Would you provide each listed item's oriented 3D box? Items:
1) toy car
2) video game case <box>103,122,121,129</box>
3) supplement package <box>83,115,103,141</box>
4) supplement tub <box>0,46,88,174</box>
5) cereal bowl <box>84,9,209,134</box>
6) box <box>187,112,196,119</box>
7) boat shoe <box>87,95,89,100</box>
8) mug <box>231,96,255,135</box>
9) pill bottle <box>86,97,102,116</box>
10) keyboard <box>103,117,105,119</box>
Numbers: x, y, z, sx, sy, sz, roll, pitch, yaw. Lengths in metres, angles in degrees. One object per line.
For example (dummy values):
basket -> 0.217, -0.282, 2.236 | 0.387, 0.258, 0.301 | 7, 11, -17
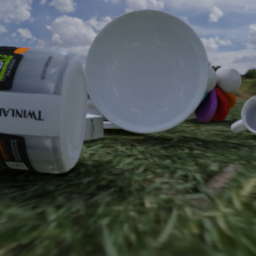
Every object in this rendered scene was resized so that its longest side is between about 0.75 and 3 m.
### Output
toy car -> 3.047, -1.160, 10.911 | 2.581, 1.936, 2.259 | 0, -20, -23
video game case -> -0.217, -0.080, 8.203 | 1.637, 0.194, 1.490 | 0, 1, 20
supplement package -> -1.127, -0.006, 6.818 | 0.565, 0.563, 0.963 | 6, 10, 40
supplement tub -> -2.066, -0.307, 3.932 | 2.780, 1.703, 1.703 | 5, 7, 1
cereal bowl -> 0.455, -1.282, 6.859 | 2.863, 2.863, 1.192 | 1, 1, 9
box -> 2.208, -0.855, 12.821 | 0.890, 0.729, 1.875 | -6, 10, -43
boat shoe -> -1.258, -1.277, 9.465 | 1.858, 0.687, 0.686 | 45, -4, 21
mug -> 3.310, -0.191, 7.200 | 1.313, 0.970, 1.151 | -24, -17, 22
pill bottle -> -1.352, -1.294, 11.216 | 0.998, 1.801, 0.998 | -2, -12, 0
keyboard -> 0.291, -0.933, 9.331 | 1.750, 0.284, 2.754 | -11, 16, 24
